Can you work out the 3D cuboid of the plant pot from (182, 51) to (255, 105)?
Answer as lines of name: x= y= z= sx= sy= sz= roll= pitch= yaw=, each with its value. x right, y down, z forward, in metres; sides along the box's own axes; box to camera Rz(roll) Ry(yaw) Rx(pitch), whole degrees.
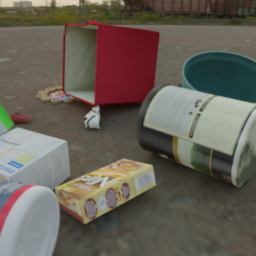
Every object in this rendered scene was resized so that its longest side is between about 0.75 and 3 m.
plant pot: x=2.770 y=-0.890 z=8.405 sx=2.550 sy=1.709 sz=2.550 roll=1 pitch=46 yaw=-1

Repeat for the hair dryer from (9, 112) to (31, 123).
hair dryer: x=-3.730 y=-0.397 z=9.499 sx=1.075 sy=0.292 sz=0.818 roll=13 pitch=27 yaw=25

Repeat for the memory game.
memory game: x=-2.752 y=-1.473 z=12.009 sx=2.301 sy=0.147 sz=2.301 roll=0 pitch=25 yaw=0

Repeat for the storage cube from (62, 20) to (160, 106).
storage cube: x=-0.730 y=-2.404 z=10.605 sx=2.689 sy=2.992 sz=2.557 roll=-8 pitch=20 yaw=-36

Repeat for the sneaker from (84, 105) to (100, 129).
sneaker: x=-1.188 y=-0.391 z=9.258 sx=0.534 sy=0.492 sz=1.335 roll=-4 pitch=25 yaw=-4

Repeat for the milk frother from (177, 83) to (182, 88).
milk frother: x=2.853 y=-1.685 z=10.617 sx=1.551 sy=1.649 sz=1.488 roll=-21 pitch=28 yaw=-38

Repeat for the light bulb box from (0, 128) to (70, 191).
light bulb box: x=-2.347 y=0.838 z=5.966 sx=1.555 sy=0.979 sz=1.569 roll=12 pitch=27 yaw=25

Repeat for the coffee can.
coffee can: x=1.711 y=0.077 z=6.596 sx=2.489 sy=1.822 sz=1.822 roll=20 pitch=31 yaw=36

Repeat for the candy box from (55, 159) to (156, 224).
candy box: x=-0.424 y=1.172 z=5.582 sx=1.743 sy=0.482 sz=1.006 roll=-18 pitch=14 yaw=-36

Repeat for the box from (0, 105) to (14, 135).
box: x=-3.695 y=0.028 z=6.886 sx=1.358 sy=0.744 sz=1.539 roll=-33 pitch=14 yaw=-11

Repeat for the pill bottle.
pill bottle: x=-2.380 y=1.443 z=4.164 sx=2.347 sy=1.403 sz=1.403 roll=5 pitch=25 yaw=12
